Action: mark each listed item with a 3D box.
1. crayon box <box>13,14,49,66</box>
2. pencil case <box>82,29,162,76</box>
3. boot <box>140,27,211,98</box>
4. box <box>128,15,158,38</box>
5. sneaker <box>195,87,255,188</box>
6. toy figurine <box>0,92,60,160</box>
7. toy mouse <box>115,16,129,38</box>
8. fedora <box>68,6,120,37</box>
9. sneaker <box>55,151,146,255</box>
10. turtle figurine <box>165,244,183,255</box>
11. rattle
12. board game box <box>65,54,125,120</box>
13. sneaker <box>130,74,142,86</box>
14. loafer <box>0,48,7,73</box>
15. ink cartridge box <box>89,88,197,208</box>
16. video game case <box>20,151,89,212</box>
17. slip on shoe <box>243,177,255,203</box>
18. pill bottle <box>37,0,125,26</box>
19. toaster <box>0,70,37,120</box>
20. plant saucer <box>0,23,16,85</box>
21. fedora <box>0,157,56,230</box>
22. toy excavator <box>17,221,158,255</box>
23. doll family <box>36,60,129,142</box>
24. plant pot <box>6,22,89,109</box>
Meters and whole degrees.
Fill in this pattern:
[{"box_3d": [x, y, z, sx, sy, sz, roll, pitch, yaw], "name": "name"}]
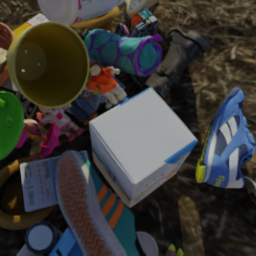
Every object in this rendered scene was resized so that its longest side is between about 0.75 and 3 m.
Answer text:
[{"box_3d": [-2.622, -2.693, 9.399, 2.442, 0.711, 1.450, 36, 66, 18], "name": "crayon box"}, {"box_3d": [-0.252, -2.294, 8.292, 2.604, 1.108, 1.203, 26, 87, 41], "name": "pencil case"}, {"box_3d": [1.181, -2.001, 8.735, 0.886, 2.560, 2.229, 41, 94, -22], "name": "boot"}, {"box_3d": [0.372, -3.022, 9.225, 0.280, 1.217, 0.967, 47, 60, 5], "name": "box"}, {"box_3d": [2.745, 0.275, 7.522, 1.212, 1.090, 2.947, 19, 70, 10], "name": "sneaker"}, {"box_3d": [-2.555, 0.052, 6.704, 2.024, 1.863, 1.519, 33, 92, 29], "name": "toy figurine"}, {"box_3d": [-0.188, -3.103, 9.094, 0.222, 1.021, 1.148, 3, 15, -24], "name": "toy mouse"}, {"box_3d": [-1.174, -3.694, 9.845, 1.980, 0.807, 1.980, -9, 46, 10], "name": "fedora"}, {"box_3d": [-0.597, 1.778, 5.997, 1.026, 1.148, 2.874, -38, 68, 28], "name": "sneaker"}, {"box_3d": [1.659, 2.988, 5.743, 1.639, 2.032, 0.654, 6, 76, 40], "name": "turtle figurine"}, {"box_3d": [0.273, -4.939, 9.868, 1.849, 2.029, 2.840, 11, 66, 24], "name": "rattle"}, {"box_3d": [-1.133, -1.196, 8.344, 1.843, 0.569, 1.844, 27, 69, -8], "name": "board game box"}, {"box_3d": [0.340, -1.867, 9.025, 0.593, 0.395, 1.035, -31, 56, 19], "name": "sneaker"}, {"box_3d": [-3.216, -1.673, 6.846, 0.374, 0.414, 1.094, 23, 21, -30], "name": "loafer"}, {"box_3d": [0.241, 0.580, 6.582, 1.654, 2.247, 1.625, -32, 70, -17], "name": "ink cartridge box"}, {"box_3d": [-1.644, 1.212, 6.585, 1.599, 0.144, 1.145, -11, 60, -15], "name": "video game case"}, {"box_3d": [3.166, 1.604, 7.172, 0.231, 0.290, 0.763, -24, 70, -21], "name": "slip on shoe"}, {"box_3d": [-1.161, -3.831, 7.871, 1.428, 1.428, 2.519, 34, 46, 18], "name": "pill bottle"}, {"box_3d": [-3.453, -1.017, 8.077, 1.530, 1.383, 0.908, 16, 58, 8], "name": "toaster"}, {"box_3d": [-4.081, -1.738, 7.435, 2.575, 0.416, 2.575, -5, 64, 11], "name": "plant saucer"}, {"box_3d": [-2.442, 1.627, 6.876, 1.835, 0.748, 1.835, 0, 59, 0], "name": "fedora"}, {"box_3d": [-0.989, 2.907, 6.013, 2.597, 1.297, 2.525, 34, 66, 4], "name": "toy excavator"}, {"box_3d": [-1.301, -0.936, 7.484, 2.588, 1.606, 1.166, -34, 25, 15], "name": "doll family"}, {"box_3d": [-1.917, -1.402, 6.139, 1.232, 1.736, 1.736, 20, 58, 42], "name": "plant pot"}]
